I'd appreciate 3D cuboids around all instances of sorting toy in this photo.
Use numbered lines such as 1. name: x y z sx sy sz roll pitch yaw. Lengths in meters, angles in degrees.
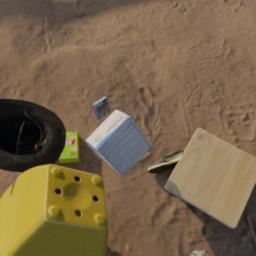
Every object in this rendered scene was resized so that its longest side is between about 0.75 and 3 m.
1. sorting toy: 3.269 1.936 10.947 2.810 0.984 2.827 30 70 11

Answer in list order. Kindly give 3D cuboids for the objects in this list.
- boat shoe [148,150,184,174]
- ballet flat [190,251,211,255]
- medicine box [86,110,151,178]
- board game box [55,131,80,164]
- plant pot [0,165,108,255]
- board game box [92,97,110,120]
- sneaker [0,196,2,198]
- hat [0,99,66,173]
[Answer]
1. boat shoe: 1.572 1.375 11.443 1.728 0.633 0.560 -17 54 -7
2. ballet flat: 2.942 5.517 9.547 0.938 0.938 2.608 -13 69 -5
3. medicine box: -0.249 0.466 8.241 1.320 1.449 0.746 -46 37 -11
4. board game box: -3.217 0.879 11.625 2.337 0.556 1.187 -5 67 -2
5. plant pot: -2.012 2.666 7.863 2.821 2.904 2.839 19 38 -27
6. board game box: -0.939 -0.701 9.960 0.144 0.568 0.839 -3 21 27
7. sneaker: -4.496 2.943 10.733 1.049 0.606 0.411 20 69 8
8. hat: -3.569 0.393 9.151 2.880 1.162 2.880 14 56 -22
